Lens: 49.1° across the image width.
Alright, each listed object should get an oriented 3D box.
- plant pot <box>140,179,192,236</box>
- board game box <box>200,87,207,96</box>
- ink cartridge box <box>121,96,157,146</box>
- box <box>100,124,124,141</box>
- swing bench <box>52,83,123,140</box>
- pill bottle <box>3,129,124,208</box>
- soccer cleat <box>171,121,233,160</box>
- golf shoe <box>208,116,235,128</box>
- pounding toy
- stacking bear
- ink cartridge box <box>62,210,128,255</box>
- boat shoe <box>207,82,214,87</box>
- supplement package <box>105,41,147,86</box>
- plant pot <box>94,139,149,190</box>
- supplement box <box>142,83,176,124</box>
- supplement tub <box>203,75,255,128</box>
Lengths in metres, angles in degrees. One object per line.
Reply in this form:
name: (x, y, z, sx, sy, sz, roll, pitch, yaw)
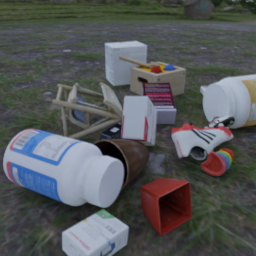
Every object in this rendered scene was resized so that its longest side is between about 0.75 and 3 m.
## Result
plant pot: (0.835, 1.759, 6.709, 1.000, 1.001, 0.882, -18, 20, -31)
board game box: (4.408, -1.702, 14.208, 1.085, 0.298, 1.719, 0, 27, -1)
ink cartridge box: (0.408, -0.161, 9.155, 0.766, 1.319, 1.828, 3, -9, 16)
box: (-0.464, 0.437, 9.367, 0.477, 0.834, 0.916, 18, 32, 32)
swing bench: (-1.393, -0.685, 10.570, 2.530, 1.642, 2.517, -5, 23, -8)
pill bottle: (-1.629, 1.060, 7.219, 2.855, 1.602, 1.602, 13, 30, 26)
soccer cleat: (2.530, 0.486, 9.303, 2.767, 1.178, 0.949, 5, -18, -38)
golf shoe: (3.290, -0.227, 10.108, 0.521, 1.349, 0.594, 10, 67, -18)
pounding toy: (1.202, -2.765, 14.585, 2.408, 1.860, 2.616, -19, 32, -33)
stacking bear: (2.849, 0.974, 8.561, 0.661, 0.706, 1.162, 40, 35, 23)
ink cartridge box: (-0.687, 2.322, 5.878, 0.835, 0.503, 1.149, 23, 26, 37)
boat shoe: (4.749, -1.386, 12.685, 2.486, 0.853, 1.046, 17, 34, 9)
supplement package: (-0.159, -3.772, 16.289, 2.040, 2.133, 1.569, -9, 28, -19)
plant pot: (-0.106, 0.914, 8.057, 1.436, 1.436, 1.536, 19, 20, 33)
supplement box: (1.278, -1.121, 12.155, 1.293, 0.723, 2.376, 0, 38, 1)
supplement tub: (4.594, -1.055, 11.052, 2.760, 1.993, 1.993, -9, 28, -16)
